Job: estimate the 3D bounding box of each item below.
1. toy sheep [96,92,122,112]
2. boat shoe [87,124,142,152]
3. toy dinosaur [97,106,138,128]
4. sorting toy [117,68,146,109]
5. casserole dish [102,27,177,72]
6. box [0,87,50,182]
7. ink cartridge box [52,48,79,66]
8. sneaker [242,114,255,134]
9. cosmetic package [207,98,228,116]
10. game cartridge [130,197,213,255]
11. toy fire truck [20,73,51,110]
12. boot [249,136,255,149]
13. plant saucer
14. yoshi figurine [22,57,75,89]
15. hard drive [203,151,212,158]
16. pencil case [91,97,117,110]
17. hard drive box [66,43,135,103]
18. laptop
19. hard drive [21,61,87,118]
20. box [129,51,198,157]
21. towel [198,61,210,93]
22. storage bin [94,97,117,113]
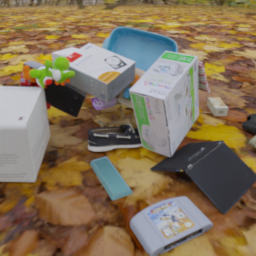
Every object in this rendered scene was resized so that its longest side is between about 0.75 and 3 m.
[{"bbox_3d":[-0.580,-1.886,11.707,1.903,2.760,1.903,31,10,-6],"label":"toy sheep"},{"bbox_3d":[-0.214,0.236,9.967,2.516,0.759,0.929,-7,22,-14],"label":"boat shoe"},{"bbox_3d":[0.229,-0.235,11.032,2.748,0.800,1.390,-1,48,14],"label":"toy dinosaur"},{"bbox_3d":[0.431,-1.335,9.982,1.316,1.422,0.259,26,0,17],"label":"sorting toy"},{"bbox_3d":[0.453,-2.599,10.312,2.968,1.798,0.576,18,9,14],"label":"casserole dish"},{"bbox_3d":[-3.921,0.121,8.648,2.430,2.092,2.442,1,35,-4],"label":"box"},{"bbox_3d":[-2.779,-2.902,14.201,1.403,1.922,1.410,21,36,31],"label":"ink cartridge box"},{"bbox_3d":[5.253,-0.348,11.099,1.984,0.753,0.901,-21,28,-37],"label":"sneaker"},{"bbox_3d":[3.930,-0.943,12.382,0.585,0.395,1.112,-2,30,-4],"label":"cosmetic package"},{"bbox_3d":[1.011,2.327,6.894,1.775,0.369,1.182,-15,38,-24],"label":"game cartridge"},{"bbox_3d":[-3.192,-1.235,9.668,0.327,0.947,1.343,-1,-15,27],"label":"toy fire truck"},{"bbox_3d":[5.197,0.586,9.576,1.723,0.621,1.332,-14,32,-20],"label":"boot"},{"bbox_3d":[-0.562,1.455,8.530,0.657,0.178,1.879,-14,32,-23],"label":"plant saucer"},{"bbox_3d":[-2.458,-1.857,8.836,1.571,0.879,0.883,0,46,10],"label":"yoshi figurine"},{"bbox_3d":[2.837,0.995,9.255,1.188,0.225,0.830,8,32,11],"label":"hard drive"},{"bbox_3d":[-0.849,-0.950,10.149,0.509,0.499,1.190,46,21,8],"label":"pencil case"},{"bbox_3d":[-1.036,-1.931,9.589,2.063,0.792,1.607,27,51,22],"label":"hard drive box"},{"bbox_3d":[2.333,1.392,8.690,2.137,1.323,2.282,-26,11,-37],"label":"laptop"},{"bbox_3d":[-2.794,-1.466,10.582,2.446,1.650,0.518,28,53,-7],"label":"hard drive"},{"bbox_3d":[1.296,-0.727,8.933,1.208,2.498,2.204,20,55,30],"label":"box"},{"bbox_3d":[2.209,-1.758,9.330,0.973,1.330,0.199,29,70,41],"label":"towel"},{"bbox_3d":[-1.014,-1.106,12.505,0.884,0.414,0.878,-6,34,-21],"label":"storage bin"}]
